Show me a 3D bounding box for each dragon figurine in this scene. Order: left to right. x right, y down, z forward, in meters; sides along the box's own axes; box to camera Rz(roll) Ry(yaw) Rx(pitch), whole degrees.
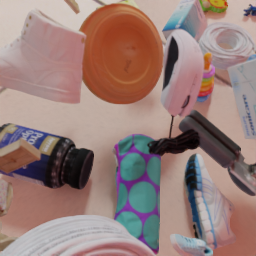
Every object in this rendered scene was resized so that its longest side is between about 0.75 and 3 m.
[{"bbox_3d":[4.939,-4.559,10.866,1.007,0.296,0.501,1,61,1],"label":"dragon figurine"}]

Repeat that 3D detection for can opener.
[{"bbox_3d":[1.953,0.619,5.905,2.264,0.757,0.604,41,51,5],"label":"can opener"}]

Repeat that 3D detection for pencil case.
[{"bbox_3d":[0.143,1.657,6.962,1.319,1.215,2.855,10,60,-12],"label":"pencil case"}]

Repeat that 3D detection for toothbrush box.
[{"bbox_3d":[1.564,-2.708,7.562,0.544,0.934,1.276,10,62,42],"label":"toothbrush box"},{"bbox_3d":[3.395,-0.725,5.673,1.048,2.457,1.799,-18,97,-17],"label":"toothbrush box"}]

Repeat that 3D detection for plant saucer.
[{"bbox_3d":[-0.082,-1.515,5.847,2.061,2.061,0.333,-40,25,-19],"label":"plant saucer"}]

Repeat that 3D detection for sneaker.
[{"bbox_3d":[-1.919,-1.449,5.224,2.581,0.951,1.492,15,103,17],"label":"sneaker"},{"bbox_3d":[1.207,2.183,5.244,0.417,1.018,0.376,-41,32,19],"label":"sneaker"},{"bbox_3d":[2.117,1.817,7.169,1.040,0.900,2.400,-4,70,-9],"label":"sneaker"}]

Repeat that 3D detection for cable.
[{"bbox_3d":[-0.768,2.469,3.831,2.575,2.575,0.892,-13,20,-27],"label":"cable"},{"bbox_3d":[3.406,-2.878,9.761,1.860,0.644,1.860,-3,61,0],"label":"cable"}]

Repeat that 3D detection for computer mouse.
[{"bbox_3d":[0.916,-0.592,4.710,1.180,0.472,2.153,3,94,-40],"label":"computer mouse"}]

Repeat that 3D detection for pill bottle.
[{"bbox_3d":[-2.223,0.793,7.351,2.444,1.367,1.367,13,62,7],"label":"pill bottle"}]

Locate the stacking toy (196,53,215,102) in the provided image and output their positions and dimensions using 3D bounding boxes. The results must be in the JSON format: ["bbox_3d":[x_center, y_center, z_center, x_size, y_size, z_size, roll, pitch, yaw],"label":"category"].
[{"bbox_3d":[2.274,-1.660,8.499,0.918,1.673,0.971,28,65,14],"label":"stacking toy"}]

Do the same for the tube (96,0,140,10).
[{"bbox_3d":[-0.421,-4.651,10.878,1.644,0.427,0.477,-19,101,-15],"label":"tube"}]

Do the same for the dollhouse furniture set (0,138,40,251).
[{"bbox_3d":[-1.843,0.862,4.014,0.679,0.795,1.535,-24,46,14],"label":"dollhouse furniture set"}]

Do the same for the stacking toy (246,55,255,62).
[{"bbox_3d":[4.850,-2.056,9.098,1.492,1.411,2.571,36,55,21],"label":"stacking toy"}]

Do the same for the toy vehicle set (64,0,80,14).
[{"bbox_3d":[-1.607,-3.427,7.363,0.108,0.817,0.508,-33,44,16],"label":"toy vehicle set"}]

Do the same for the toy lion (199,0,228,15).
[{"bbox_3d":[3.270,-5.005,11.091,1.219,0.437,1.271,-17,62,-17],"label":"toy lion"}]
